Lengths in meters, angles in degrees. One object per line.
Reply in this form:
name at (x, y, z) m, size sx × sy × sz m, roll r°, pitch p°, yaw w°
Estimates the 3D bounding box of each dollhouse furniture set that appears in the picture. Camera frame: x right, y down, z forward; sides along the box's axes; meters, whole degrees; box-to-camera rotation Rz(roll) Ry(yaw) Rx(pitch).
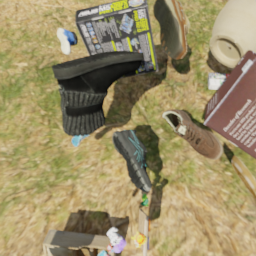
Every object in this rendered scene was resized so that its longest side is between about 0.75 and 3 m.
dollhouse furniture set at (-1.464, 4.101, 6.814) m, size 1.922 × 2.536 × 2.893 m, roll 5°, pitch 28°, yaw 5°

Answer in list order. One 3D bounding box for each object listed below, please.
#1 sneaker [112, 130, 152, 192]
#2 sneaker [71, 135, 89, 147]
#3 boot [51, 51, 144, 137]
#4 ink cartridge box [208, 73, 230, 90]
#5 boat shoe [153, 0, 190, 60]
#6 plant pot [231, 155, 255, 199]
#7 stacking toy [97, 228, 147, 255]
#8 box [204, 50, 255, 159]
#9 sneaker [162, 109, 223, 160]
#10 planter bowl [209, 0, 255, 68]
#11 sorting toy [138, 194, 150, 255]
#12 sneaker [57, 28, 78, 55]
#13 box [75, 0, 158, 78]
sneaker at (0.266, 0.850, 8.008) m, size 0.781 × 0.743 × 1.971 m, roll -15°, pitch 67°, yaw -29°
sneaker at (-1.467, 0.295, 8.836) m, size 0.501 × 0.768 × 0.305 m, roll -31°, pitch 80°, yaw -39°
boot at (-0.721, -1.022, 7.929) m, size 2.703 × 2.021 × 1.017 m, roll -18°, pitch 28°, yaw -18°
ink cartridge box at (4.257, -2.033, 12.400) m, size 1.365 × 0.344 × 0.744 m, roll 5°, pitch 55°, yaw 5°
boat shoe at (1.617, -3.476, 9.397) m, size 0.982 × 1.006 × 2.659 m, roll 3°, pitch 63°, yaw -24°
plant pot at (3.286, 1.439, 7.726) m, size 0.208 × 1.513 × 1.513 m, roll -33°, pitch 58°, yaw 9°
stacking toy at (-0.312, 2.371, 5.322) m, size 1.183 × 0.892 × 0.278 m, roll -45°, pitch 48°, yaw 11°
box at (3.918, -0.495, 7.894) m, size 2.677 × 2.198 × 2.221 m, roll 34°, pitch 25°, yaw 5°
sneaker at (1.649, 0.181, 7.621) m, size 0.743 × 0.693 × 1.967 m, roll 2°, pitch 33°, yaw -42°
planter bowl at (3.841, -3.094, 9.633) m, size 2.374 × 2.374 × 1.598 m, roll 39°, pitch 76°, yaw 24°
sorting toy at (0.434, 2.435, 7.195) m, size 0.203 × 1.022 × 1.382 m, roll 4°, pitch 86°, yaw -5°
sneaker at (-1.872, -2.784, 9.093) m, size 0.622 × 0.429 × 1.117 m, roll 0°, pitch 49°, yaw -34°
box at (-0.253, -2.807, 9.318) m, size 2.207 × 2.755 × 0.610 m, roll -11°, pitch 57°, yaw 8°
